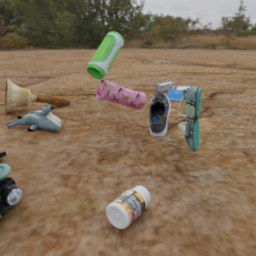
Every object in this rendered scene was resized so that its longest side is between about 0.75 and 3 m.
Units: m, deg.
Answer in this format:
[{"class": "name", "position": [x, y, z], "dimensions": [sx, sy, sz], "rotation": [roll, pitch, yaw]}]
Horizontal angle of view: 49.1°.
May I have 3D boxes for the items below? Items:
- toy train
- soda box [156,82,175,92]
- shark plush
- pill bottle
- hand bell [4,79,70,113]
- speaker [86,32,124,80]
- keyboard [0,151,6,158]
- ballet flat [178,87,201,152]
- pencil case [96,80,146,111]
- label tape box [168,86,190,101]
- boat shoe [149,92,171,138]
[{"class": "toy train", "position": [-3.497, 1.332, 6.014], "dimensions": [2.532, 1.079, 1.443], "rotation": [11, 33, 28]}, {"class": "soda box", "position": [2.312, -2.533, 17.247], "dimensions": [0.456, 0.424, 1.335], "rotation": [18, 26, 40]}, {"class": "shark plush", "position": [-3.620, -0.253, 10.725], "dimensions": [2.197, 0.998, 0.915], "rotation": [4, 51, -1]}, {"class": "pill bottle", "position": [0.035, 1.616, 5.819], "dimensions": [0.556, 0.556, 0.955], "rotation": [14, 24, 33]}, {"class": "hand bell", "position": [-4.249, -1.375, 13.382], "dimensions": [2.967, 1.545, 1.545], "rotation": [3, 17, -28]}, {"class": "speaker", "position": [-0.771, -2.513, 9.687], "dimensions": [0.748, 0.748, 1.691], "rotation": [12, 63, 30]}, {"class": "keyboard", "position": [-4.350, 1.132, 7.659], "dimensions": [1.979, 0.392, 1.030], "rotation": [-21, 6, -42]}, {"class": "ballet flat", "position": [1.897, -0.272, 8.754], "dimensions": [0.748, 2.015, 0.748], "rotation": [2, 6, 0]}, {"class": "pencil case", "position": [-0.233, -1.202, 10.618], "dimensions": [1.911, 0.791, 0.827], "rotation": [13, 47, -31]}, {"class": "label tape box", "position": [2.826, -1.912, 15.431], "dimensions": [1.140, 0.526, 1.591], "rotation": [6, 20, 16]}, {"class": "boat shoe", "position": [0.898, -0.559, 8.427], "dimensions": [0.651, 0.617, 1.861], "rotation": [0, 45, 15]}]
